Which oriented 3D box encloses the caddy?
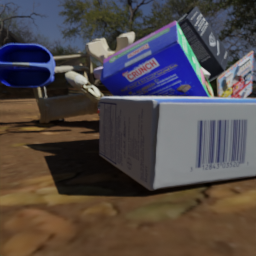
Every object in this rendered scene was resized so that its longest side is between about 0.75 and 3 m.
[{"bbox_3d":[-3.278,-1.954,8.977,1.929,1.363,1.012,0,4,-1],"label":"caddy"}]

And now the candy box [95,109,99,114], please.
[{"bbox_3d":[-1.968,-1.232,18.231,1.003,0.485,1.719,-2,10,-19],"label":"candy box"}]

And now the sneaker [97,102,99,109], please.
[{"bbox_3d":[-0.912,-0.995,11.745,0.323,0.492,0.855,4,-1,44],"label":"sneaker"}]

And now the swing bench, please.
[{"bbox_3d":[-2.874,-1.786,12.725,2.660,2.674,1.735,-13,-6,-24],"label":"swing bench"}]

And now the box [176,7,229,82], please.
[{"bbox_3d":[2.935,-3.459,12.005,1.424,2.729,2.019,-29,16,38],"label":"box"}]

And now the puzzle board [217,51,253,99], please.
[{"bbox_3d":[4.629,-1.781,11.933,2.698,2.034,0.235,-37,41,-28],"label":"puzzle board"}]

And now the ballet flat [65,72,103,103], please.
[{"bbox_3d":[-1.523,-1.524,10.095,0.511,0.552,1.638,-14,-41,42],"label":"ballet flat"}]

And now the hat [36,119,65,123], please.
[{"bbox_3d":[-3.794,-0.620,13.616,1.473,0.594,1.473,-1,9,0],"label":"hat"}]

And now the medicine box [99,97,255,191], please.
[{"bbox_3d":[0.964,0.077,5.744,2.503,1.414,2.747,-2,8,-23],"label":"medicine box"}]

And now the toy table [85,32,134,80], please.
[{"bbox_3d":[-0.551,-3.035,11.925,2.723,1.595,2.503,7,29,38],"label":"toy table"}]

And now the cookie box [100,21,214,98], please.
[{"bbox_3d":[0.891,-1.174,7.661,2.209,0.970,2.583,-21,-45,24],"label":"cookie box"}]

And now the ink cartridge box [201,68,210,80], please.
[{"bbox_3d":[2.034,-1.829,10.776,1.969,1.233,1.266,2,33,-22],"label":"ink cartridge box"}]
